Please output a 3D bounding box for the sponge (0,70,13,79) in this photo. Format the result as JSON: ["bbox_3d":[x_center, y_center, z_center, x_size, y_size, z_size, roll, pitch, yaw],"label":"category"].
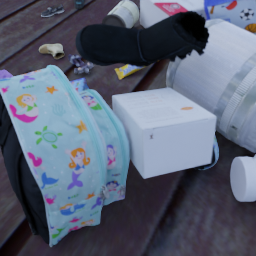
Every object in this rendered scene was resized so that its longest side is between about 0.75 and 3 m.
[{"bbox_3d":[-3.233,-0.686,7.499,2.376,0.354,1.325,35,56,27],"label":"sponge"}]

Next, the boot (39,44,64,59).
[{"bbox_3d":[-2.502,-2.484,9.180,0.769,0.280,0.598,-11,49,-15],"label":"boot"}]

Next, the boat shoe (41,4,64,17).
[{"bbox_3d":[-3.023,-4.683,11.146,0.960,0.290,0.355,-26,53,-22],"label":"boat shoe"}]

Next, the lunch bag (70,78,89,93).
[{"bbox_3d":[-1.657,-0.913,7.685,1.018,0.479,0.767,-3,50,9],"label":"lunch bag"}]

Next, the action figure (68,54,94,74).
[{"bbox_3d":[-1.455,-1.948,8.676,0.621,0.331,0.954,-25,56,-30],"label":"action figure"}]

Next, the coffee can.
[{"bbox_3d":[-0.247,-3.844,9.959,0.912,0.912,1.246,18,50,16],"label":"coffee can"}]

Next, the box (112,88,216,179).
[{"bbox_3d":[0.542,-0.013,5.033,1.262,0.881,1.657,-9,27,-16],"label":"box"}]

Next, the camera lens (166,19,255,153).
[{"bbox_3d":[2.464,-1.039,6.522,2.225,2.225,2.782,-31,54,-25],"label":"camera lens"}]

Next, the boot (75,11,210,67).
[{"bbox_3d":[0.338,-1.652,5.216,2.107,0.780,1.727,-1,-2,-43],"label":"boot"}]

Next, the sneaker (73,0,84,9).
[{"bbox_3d":[-2.075,-5.474,11.741,0.461,0.485,1.223,-11,48,-7],"label":"sneaker"}]

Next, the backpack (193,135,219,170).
[{"bbox_3d":[1.565,0.374,6.088,0.856,0.807,1.050,-23,79,25],"label":"backpack"}]

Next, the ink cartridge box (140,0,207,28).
[{"bbox_3d":[2.155,-4.140,9.984,2.912,1.247,2.149,-19,48,-18],"label":"ink cartridge box"}]

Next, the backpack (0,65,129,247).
[{"bbox_3d":[-1.197,0.370,4.906,2.081,2.764,2.453,-23,51,-19],"label":"backpack"}]

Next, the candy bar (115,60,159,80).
[{"bbox_3d":[0.293,-1.920,8.541,1.433,0.159,0.357,-27,82,-8],"label":"candy bar"}]

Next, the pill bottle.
[{"bbox_3d":[3.149,1.005,5.435,2.026,1.145,1.145,0,48,1],"label":"pill bottle"}]

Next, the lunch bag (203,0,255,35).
[{"bbox_3d":[3.552,-3.071,7.497,2.301,2.706,1.676,4,87,38],"label":"lunch bag"}]
